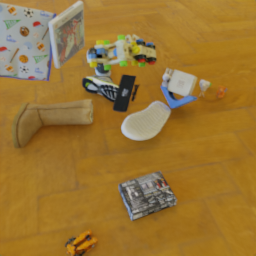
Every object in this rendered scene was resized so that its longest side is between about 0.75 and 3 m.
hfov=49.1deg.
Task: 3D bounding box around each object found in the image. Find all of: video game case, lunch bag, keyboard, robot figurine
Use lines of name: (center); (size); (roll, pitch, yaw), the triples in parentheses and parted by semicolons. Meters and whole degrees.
video game case: (-2.059, -3.191, 9.701); (0.208, 1.807, 1.647); (28, 55, 13)
lunch bag: (-3.671, -2.890, 9.727); (2.053, 2.415, 1.496); (2, 19, -21)
keyboard: (-0.023, -0.948, 7.974); (0.599, 0.228, 1.152); (12, 76, 15)
robot figurine: (-1.316, 3.259, 7.813); (0.870, 0.253, 0.631); (-27, 49, -26)

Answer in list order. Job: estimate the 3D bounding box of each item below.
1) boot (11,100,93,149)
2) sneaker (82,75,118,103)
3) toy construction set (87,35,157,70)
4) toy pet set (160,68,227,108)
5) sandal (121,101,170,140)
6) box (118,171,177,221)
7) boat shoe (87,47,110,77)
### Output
boot: (-2.884, -0.287, 11.086); (2.909, 0.962, 2.547); (-2, 43, -3)
sneaker: (-0.919, -1.944, 12.909); (2.471, 0.913, 1.000); (25, 46, 22)
toy construction set: (-0.038, -2.702, 10.120); (1.799, 1.264, 2.744); (-3, 19, 30)
toy pet set: (2.679, -1.547, 12.509); (2.880, 1.529, 2.689); (23, 13, 18)
sandal: (0.800, -0.144, 11.158); (1.220, 0.737, 2.998); (40, 42, 16)
box: (0.593, 2.121, 8.922); (1.522, 0.379, 1.200); (-16, 45, -16)
boat shoe: (-1.533, -3.633, 14.736); (0.953, 0.786, 2.778); (-14, 45, -15)
